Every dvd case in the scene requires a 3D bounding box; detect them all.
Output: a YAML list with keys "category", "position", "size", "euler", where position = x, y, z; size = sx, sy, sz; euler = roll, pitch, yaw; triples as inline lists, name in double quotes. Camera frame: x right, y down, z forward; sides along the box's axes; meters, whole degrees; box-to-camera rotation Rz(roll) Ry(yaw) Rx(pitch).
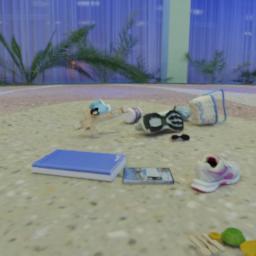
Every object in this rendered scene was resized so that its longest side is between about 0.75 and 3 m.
- category: "dvd case"
  position: [0.568, 1.405, 8.296]
  size: [1.447, 0.127, 1.032]
  euler: [0, 12, 1]

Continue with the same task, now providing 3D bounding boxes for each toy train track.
- category: "toy train track"
  position: [-1.182, -0.513, 12.769]
  size: [2.715, 1.557, 0.442]
  euler: [-20, -11, -21]

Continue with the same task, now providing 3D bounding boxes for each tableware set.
- category: "tableware set"
  position: [1.958, 2.226, 4.484]
  size: [1.291, 0.294, 1.917]
  euler: [-3, 12, -24]

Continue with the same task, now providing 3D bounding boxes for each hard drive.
- category: "hard drive"
  position: [-1.500, 1.139, 8.990]
  size: [2.539, 0.322, 1.675]
  euler: [3, 13, 15]

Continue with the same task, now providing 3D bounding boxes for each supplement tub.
- category: "supplement tub"
  position: [0.247, -0.738, 15.913]
  size: [0.844, 0.844, 1.203]
  euler: [7, 11, 27]

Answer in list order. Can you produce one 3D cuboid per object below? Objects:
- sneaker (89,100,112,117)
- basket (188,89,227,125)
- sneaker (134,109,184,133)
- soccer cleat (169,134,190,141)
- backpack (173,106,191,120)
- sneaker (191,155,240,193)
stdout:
- category: "sneaker"
  position: [-1.993, -1.200, 17.776]
  size: [1.149, 1.001, 2.555]
  euler: [-10, 16, -26]
- category: "basket"
  position: [4.431, -1.075, 15.337]
  size: [2.073, 1.828, 1.442]
  euler: [-12, 9, -14]
- category: "sneaker"
  position: [1.517, -0.247, 13.720]
  size: [2.941, 1.131, 1.303]
  euler: [0, -10, -37]
- category: "soccer cleat"
  position: [2.245, 0.421, 12.251]
  size: [0.909, 0.310, 0.333]
  euler: [0, -5, -11]
- category: "backpack"
  position: [3.231, -0.845, 16.563]
  size: [1.041, 0.849, 0.800]
  euler: [0, 41, 32]
- category: "sneaker"
  position: [2.533, 1.142, 7.836]
  size: [1.885, 0.832, 0.767]
  euler: [-12, 17, -41]
